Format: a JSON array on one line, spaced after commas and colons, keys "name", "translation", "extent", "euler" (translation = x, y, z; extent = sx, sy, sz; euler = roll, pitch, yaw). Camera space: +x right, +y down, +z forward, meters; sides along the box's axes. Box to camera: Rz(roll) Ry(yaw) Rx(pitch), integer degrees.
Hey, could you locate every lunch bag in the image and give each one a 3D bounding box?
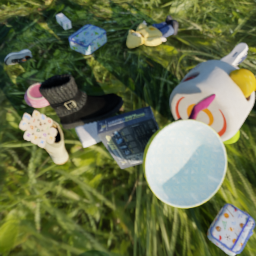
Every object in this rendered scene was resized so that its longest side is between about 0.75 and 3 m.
[{"name": "lunch bag", "translation": [-1.934, -4.211, 13.287], "extent": [1.294, 0.664, 1.609], "euler": [30, 57, 24]}, {"name": "lunch bag", "translation": [2.981, 2.887, 8.021], "extent": [1.045, 0.493, 1.305], "euler": [34, 61, 21]}]

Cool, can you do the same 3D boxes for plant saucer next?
[{"name": "plant saucer", "translation": [-3.584, -1.384, 11.349], "extent": [1.253, 0.318, 1.253], "euler": [0, 53, 1]}]

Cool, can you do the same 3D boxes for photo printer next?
[{"name": "photo printer", "translation": [-1.291, 0.166, 10.144], "extent": [1.039, 0.361, 0.864], "euler": [-23, 55, -17]}]

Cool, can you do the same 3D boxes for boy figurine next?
[{"name": "boy figurine", "translation": [1.015, -4.590, 13.454], "extent": [2.680, 0.864, 1.666], "euler": [-23, 59, -19]}]

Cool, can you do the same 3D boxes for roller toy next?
[{"name": "roller toy", "translation": [2.873, -0.966, 9.613], "extent": [2.476, 2.714, 1.897], "euler": [25, 56, 28]}]

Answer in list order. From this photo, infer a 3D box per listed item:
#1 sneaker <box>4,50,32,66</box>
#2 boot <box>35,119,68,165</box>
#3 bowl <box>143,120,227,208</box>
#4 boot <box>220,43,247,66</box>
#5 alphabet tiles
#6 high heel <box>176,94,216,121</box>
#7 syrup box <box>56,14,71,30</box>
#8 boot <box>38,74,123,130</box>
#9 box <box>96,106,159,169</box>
[{"name": "sneaker", "translation": [-4.925, -3.111, 12.574], "extent": [1.266, 0.468, 0.502], "euler": [-28, 62, -20]}, {"name": "boot", "translation": [-2.696, 0.141, 9.320], "extent": [0.716, 1.528, 1.966], "euler": [-28, 65, -20]}, {"name": "bowl", "translation": [1.389, 0.917, 7.851], "extent": [2.338, 1.258, 2.338], "euler": [-1, 94, -15]}, {"name": "boot", "translation": [3.935, -2.476, 10.552], "extent": [1.420, 0.641, 0.517], "euler": [-41, 56, 2]}, {"name": "alphabet tiles", "translation": [-2.607, 0.034, 8.156], "extent": [1.082, 0.079, 1.059], "euler": [32, 43, -29]}, {"name": "high heel", "translation": [2.122, -0.296, 8.344], "extent": [0.779, 1.621, 0.547], "euler": [52, 35, 7]}, {"name": "syrup box", "translation": [-3.319, -5.454, 14.390], "extent": [0.377, 0.364, 0.925], "euler": [-30, 59, -21]}, {"name": "boot", "translation": [-1.338, -0.937, 8.316], "extent": [2.194, 1.641, 0.826], "euler": [-21, 39, -2]}, {"name": "box", "translation": [0.188, 0.373, 8.574], "extent": [1.662, 2.107, 0.538], "euler": [-18, 49, 10]}]
